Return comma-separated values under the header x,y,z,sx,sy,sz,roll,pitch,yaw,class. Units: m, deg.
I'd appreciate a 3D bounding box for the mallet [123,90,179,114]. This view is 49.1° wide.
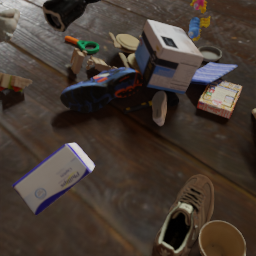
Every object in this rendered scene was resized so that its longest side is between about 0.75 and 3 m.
x,y,z,sx,sy,sz,roll,pitch,yaw,class
0.733,-0.895,9.447,1.890,0.389,0.623,-12,49,-6,mallet

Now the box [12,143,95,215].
x,y,z,sx,sy,sz,roll,pitch,yaw,class
-1.253,0.834,5.025,1.117,1.215,0.637,-39,91,-4,box

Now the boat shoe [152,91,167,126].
x,y,z,sx,sy,sz,roll,pitch,yaw,class
1.015,-0.625,9.116,0.469,0.426,1.276,-4,51,25,boat shoe

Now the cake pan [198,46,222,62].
x,y,z,sx,sy,sz,roll,pitch,yaw,class
3.318,-3.023,11.483,0.984,0.180,0.984,0,47,0,cake pan

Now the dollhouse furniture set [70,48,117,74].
x,y,z,sx,sy,sz,roll,pitch,yaw,class
-1.375,-2.393,10.917,1.492,0.728,1.272,10,28,-31,dollhouse furniture set

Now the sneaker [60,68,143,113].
x,y,z,sx,sy,sz,roll,pitch,yaw,class
-0.920,-1.338,9.457,2.766,1.042,1.085,-17,35,-12,sneaker

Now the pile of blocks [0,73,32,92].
x,y,z,sx,sy,sz,roll,pitch,yaw,class
-4.302,-1.569,9.976,2.007,0.824,0.624,15,91,25,pile of blocks

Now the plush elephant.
x,y,z,sx,sy,sz,roll,pitch,yaw,class
-3.910,-3.093,8.048,1.234,1.160,1.498,-47,37,11,plush elephant

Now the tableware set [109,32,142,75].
x,y,z,sx,sy,sz,roll,pitch,yaw,class
0.219,-2.856,11.089,1.614,0.489,2.442,-3,51,-27,tableware set

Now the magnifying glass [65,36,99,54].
x,y,z,sx,sy,sz,roll,pitch,yaw,class
-2.008,-3.611,12.049,1.757,0.197,0.699,28,53,21,magnifying glass

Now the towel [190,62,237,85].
x,y,z,sx,sy,sz,roll,pitch,yaw,class
2.941,-2.022,10.233,1.724,0.206,1.248,-31,30,-25,towel

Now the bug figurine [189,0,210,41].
x,y,z,sx,sy,sz,roll,pitch,yaw,class
2.677,-4.337,9.239,0.710,2.761,2.141,16,59,-9,bug figurine

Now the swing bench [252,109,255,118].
x,y,z,sx,sy,sz,roll,pitch,yaw,class
5.067,-0.100,7.918,2.273,1.482,2.285,5,48,4,swing bench

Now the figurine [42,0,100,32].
x,y,z,sx,sy,sz,roll,pitch,yaw,class
-1.617,-4.026,7.575,0.875,2.032,1.983,24,60,38,figurine

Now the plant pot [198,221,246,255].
x,y,z,sx,sy,sz,roll,pitch,yaw,class
1.943,2.582,6.006,0.950,0.638,0.950,0,46,0,plant pot

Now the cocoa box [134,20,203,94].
x,y,z,sx,sy,sz,roll,pitch,yaw,class
1.278,-2.450,9.614,1.487,1.464,2.230,8,39,-19,cocoa box

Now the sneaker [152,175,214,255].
x,y,z,sx,sy,sz,roll,pitch,yaw,class
1.397,1.956,6.346,0.917,0.983,2.602,22,51,19,sneaker

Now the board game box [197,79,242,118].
x,y,z,sx,sy,sz,roll,pitch,yaw,class
3.145,-1.065,9.566,1.111,0.340,1.467,22,51,19,board game box
